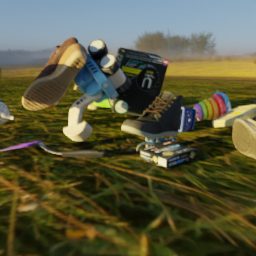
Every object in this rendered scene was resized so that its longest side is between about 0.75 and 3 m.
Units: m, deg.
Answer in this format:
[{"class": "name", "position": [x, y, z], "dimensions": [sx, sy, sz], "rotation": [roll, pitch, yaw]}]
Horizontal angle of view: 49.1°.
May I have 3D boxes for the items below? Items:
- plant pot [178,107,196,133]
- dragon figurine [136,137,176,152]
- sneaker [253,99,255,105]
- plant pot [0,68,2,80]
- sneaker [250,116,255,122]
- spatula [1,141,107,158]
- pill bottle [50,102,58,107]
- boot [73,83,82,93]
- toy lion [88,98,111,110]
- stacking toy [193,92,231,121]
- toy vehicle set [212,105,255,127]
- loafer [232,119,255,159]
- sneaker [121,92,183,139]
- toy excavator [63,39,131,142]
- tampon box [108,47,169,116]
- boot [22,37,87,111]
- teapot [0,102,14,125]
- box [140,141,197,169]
[{"class": "plant pot", "position": [1.944, -0.352, 10.206], "dimensions": [0.809, 0.900, 0.900], "rotation": [-1, 11, -36]}, {"class": "dragon figurine", "position": [0.820, 0.441, 7.864], "dimensions": [1.242, 0.366, 0.618], "rotation": [-9, 14, -43]}, {"class": "sneaker", "position": [6.213, -0.785, 12.007], "dimensions": [1.499, 1.055, 2.822], "rotation": [-1, 4, 20]}, {"class": "plant pot", "position": [-3.655, -1.309, 6.785], "dimensions": [0.912, 1.284, 1.284], "rotation": [-9, 10, 18]}, {"class": "sneaker", "position": [5.222, -0.275, 10.472], "dimensions": [0.711, 0.673, 1.760], "rotation": [-8, 7, -6]}, {"class": "spatula", "position": [-1.927, 0.578, 7.428], "dimensions": [2.838, 0.292, 0.802], "rotation": [6, 9, 12]}, {"class": "pill bottle", "position": [-4.284, -1.383, 15.260], "dimensions": [0.879, 0.480, 0.480], "rotation": [-12, 18, -41]}, {"class": "boot", "position": [-0.671, -1.404, 11.751], "dimensions": [2.827, 1.095, 1.955], "rotation": [-14, 61, -35]}, {"class": "toy lion", "position": [-0.402, -1.473, 14.792], "dimensions": [2.590, 0.928, 2.702], "rotation": [12, 20, 30]}, {"class": "stacking toy", "position": [3.144, -0.728, 11.770], "dimensions": [2.028, 1.177, 1.113], "rotation": [-13, 14, -4]}, {"class": "toy vehicle set", "position": [4.202, -0.471, 10.633], "dimensions": [1.858, 0.246, 1.154], "rotation": [-24, 11, -35]}, {"class": "loafer", "position": [3.490, 0.390, 7.270], "dimensions": [0.778, 0.862, 2.279], "rotation": [-1, 23, -9]}, {"class": "sneaker", "position": [0.706, -0.423, 7.709], "dimensions": [0.882, 1.252, 2.357], "rotation": [17, 11, 35]}, {"class": "toy excavator", "position": [-1.155, -1.102, 8.780], "dimensions": [2.551, 1.274, 2.480], "rotation": [-36, 57, 3]}, {"class": "tampon box", "position": [0.299, -1.698, 10.521], "dimensions": [1.646, 2.196, 1.386], "rotation": [7, 22, -15]}, {"class": "boot", "position": [-2.290, -1.731, 8.722], "dimensions": [2.439, 0.883, 2.029], "rotation": [-40, 34, 6]}, {"class": "teapot", "position": [-4.328, -0.430, 9.438], "dimensions": [0.655, 0.886, 0.897], "rotation": [30, 26, -44]}, {"class": "box", "position": [1.037, 0.664, 7.163], "dimensions": [1.174, 0.270, 0.933], "rotation": [-11, 17, -38]}]
